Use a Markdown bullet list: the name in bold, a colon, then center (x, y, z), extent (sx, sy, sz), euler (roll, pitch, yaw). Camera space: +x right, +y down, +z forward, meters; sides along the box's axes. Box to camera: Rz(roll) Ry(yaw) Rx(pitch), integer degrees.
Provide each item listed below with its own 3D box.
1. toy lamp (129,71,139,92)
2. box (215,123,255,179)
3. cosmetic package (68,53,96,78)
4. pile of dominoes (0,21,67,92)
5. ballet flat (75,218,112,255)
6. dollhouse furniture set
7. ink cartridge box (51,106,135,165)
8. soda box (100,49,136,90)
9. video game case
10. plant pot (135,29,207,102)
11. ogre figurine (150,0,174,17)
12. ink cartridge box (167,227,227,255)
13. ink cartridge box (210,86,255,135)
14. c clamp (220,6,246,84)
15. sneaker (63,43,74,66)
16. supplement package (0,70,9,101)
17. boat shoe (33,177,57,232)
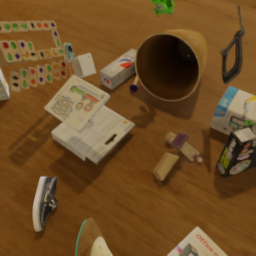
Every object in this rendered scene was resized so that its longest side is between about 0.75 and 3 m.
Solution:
- **toy lamp**: center (0.396, -2.205, 12.305), extent (0.420, 0.420, 1.442), euler (12, 51, 10)
- **box**: center (4.216, 0.565, 9.009), extent (2.473, 1.981, 0.547), euler (-16, 52, -13)
- **cosmetic package**: center (-1.633, -2.113, 9.766), extent (0.486, 0.692, 1.365), euler (-20, 12, -23)
- **pile of dominoes**: center (-2.936, -2.434, 9.043), extent (0.429, 2.098, 2.692), euler (-8, 14, 36)
- **ballet flat**: center (-0.926, 3.636, 7.035), extent (0.995, 0.933, 2.750), euler (-8, 44, 24)
- **dollhouse furniture set**: center (1.638, 1.199, 9.699), extent (1.217, 1.359, 1.715), euler (40, 80, -18)
- **ink cartridge box**: center (-1.256, 0.137, 10.337), extent (2.244, 0.486, 2.203), euler (33, 58, 22)
- **soda box**: center (-0.253, -2.631, 12.436), extent (0.685, 0.737, 2.159), euler (34, 58, 24)
- **video game case**: center (-1.549, -0.755, 8.394), extent (1.550, 0.184, 1.411), euler (31, 76, 26)
- **plant pot**: center (2.178, -2.991, 11.729), extent (2.742, 2.742, 2.943), euler (26, 43, 20)
- **ogre figurine**: center (1.045, -4.117, 9.050), extent (0.707, 1.442, 0.864), euler (-26, 85, 15)
- **ink cartridge box**: center (1.579, 3.788, 7.076), extent (2.007, 0.878, 1.458), euler (-32, 57, -25)
- **ink cartridge box**: center (4.163, -0.451, 10.305), extent (1.703, 1.249, 1.244), euler (27, 55, 21)
- **c clamp**: center (3.160, -2.295, 8.460), extent (0.277, 2.043, 1.745), euler (-2, 78, 1)
- **sneaker**: center (-2.140, -2.669, 10.230), extent (0.331, 0.853, 0.368), euler (-26, 19, -39)
- **supplement package**: center (-5.495, -1.908, 11.315), extent (0.843, 1.539, 0.875), euler (-16, 52, -12)
- **boat shoe**: center (-2.473, 2.262, 8.538), extent (0.596, 0.631, 1.760), euler (-3, 44, -1)
